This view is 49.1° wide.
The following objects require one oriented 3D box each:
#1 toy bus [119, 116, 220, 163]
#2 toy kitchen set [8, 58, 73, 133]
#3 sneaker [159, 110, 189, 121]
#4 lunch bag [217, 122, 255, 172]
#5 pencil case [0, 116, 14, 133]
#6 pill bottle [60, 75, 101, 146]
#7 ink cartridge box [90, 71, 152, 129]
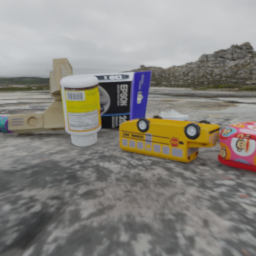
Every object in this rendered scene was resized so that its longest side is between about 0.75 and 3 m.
[{"bbox_3d":[1.127,0.275,8.284,2.904,1.137,0.945,8,11,36],"label":"toy bus"},{"bbox_3d":[-3.402,-1.323,10.718,2.460,2.727,2.225,-4,-8,0],"label":"toy kitchen set"},{"bbox_3d":[2.433,-0.660,14.891,1.626,0.576,0.594,-1,11,-6],"label":"sneaker"},{"bbox_3d":[3.848,0.483,7.375,2.274,1.058,2.582,9,14,41],"label":"lunch bag"},{"bbox_3d":[-5.454,-0.244,12.089,1.699,0.785,0.723,9,5,34],"label":"pencil case"},{"bbox_3d":[-1.560,-0.569,9.455,1.236,2.262,1.236,-1,23,0],"label":"pill bottle"},{"bbox_3d":[-0.548,-0.996,11.186,2.866,2.839,0.622,-5,53,-5],"label":"ink cartridge box"}]
